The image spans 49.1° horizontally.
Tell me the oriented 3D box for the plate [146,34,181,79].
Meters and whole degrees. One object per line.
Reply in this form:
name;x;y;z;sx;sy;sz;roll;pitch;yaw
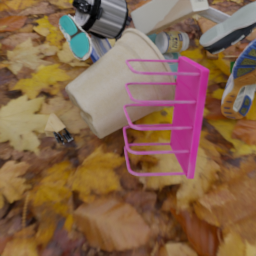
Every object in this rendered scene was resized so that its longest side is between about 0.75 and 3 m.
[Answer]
plate;0.968;-2.687;9.722;2.492;0.318;2.492;16;47;-18

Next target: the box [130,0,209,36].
box;1.190;-3.506;8.388;2.088;0.812;0.992;-8;16;47

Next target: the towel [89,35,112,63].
towel;-0.896;-2.630;9.637;0.217;1.339;1.824;-14;46;20

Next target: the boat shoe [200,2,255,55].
boat shoe;2.950;-2.665;7.549;2.013;0.607;0.761;-18;48;42

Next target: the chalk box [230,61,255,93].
chalk box;4.171;-1.868;8.940;1.752;1.090;1.084;19;65;31

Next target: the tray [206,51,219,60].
tray;3.179;-2.917;10.596;0.405;0.152;0.821;6;54;3

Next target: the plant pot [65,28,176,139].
plant pot;-0.333;-1.041;7.866;2.353;2.571;2.571;-34;58;-11

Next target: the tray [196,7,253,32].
tray;2.534;-3.665;8.954;2.825;0.313;1.517;38;27;24

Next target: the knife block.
knife block;-1.967;0.023;8.195;0.818;0.298;0.932;5;51;3

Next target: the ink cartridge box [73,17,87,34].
ink cartridge box;-1.915;-4.225;11.461;0.803;0.463;1.099;33;58;23

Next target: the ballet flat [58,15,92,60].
ballet flat;-1.305;-2.321;7.370;0.594;0.594;1.656;-20;63;-15

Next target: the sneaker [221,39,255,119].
sneaker;3.306;-1.557;7.881;1.005;2.670;1.177;20;42;2

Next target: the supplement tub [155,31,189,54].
supplement tub;1.474;-2.876;9.409;0.969;0.699;0.699;-11;51;-23

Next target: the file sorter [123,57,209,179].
file sorter;0.684;-0.292;6.446;1.524;2.430;1.689;0;23;-6

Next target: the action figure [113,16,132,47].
action figure;-0.272;-3.233;9.567;0.409;1.179;0.767;21;8;-14

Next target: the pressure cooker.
pressure cooker;-0.946;-3.580;8.638;1.558;1.370;1.392;7;72;-36
